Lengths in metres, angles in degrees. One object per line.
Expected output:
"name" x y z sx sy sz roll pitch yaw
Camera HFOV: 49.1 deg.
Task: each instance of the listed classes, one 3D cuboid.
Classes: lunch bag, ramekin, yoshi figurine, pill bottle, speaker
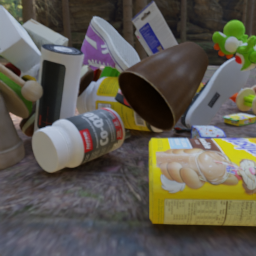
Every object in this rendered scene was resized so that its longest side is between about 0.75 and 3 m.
"lunch bag" 2.091 0.233 7.369 0.704 0.513 0.828 -1 8 -5
"ramekin" -2.927 -1.745 8.959 0.718 1.368 1.368 27 20 7
"yoshi figurine" 2.512 -1.791 5.937 1.391 0.782 0.779 31 65 8
"pill bottle" -0.156 -0.809 9.010 2.886 1.623 1.623 7 17 24
"speaker" -1.740 -0.733 6.885 0.979 2.411 0.979 12 24 -5
"pill bottle" -1.026 0.236 6.060 1.037 1.037 1.821 13 23 39

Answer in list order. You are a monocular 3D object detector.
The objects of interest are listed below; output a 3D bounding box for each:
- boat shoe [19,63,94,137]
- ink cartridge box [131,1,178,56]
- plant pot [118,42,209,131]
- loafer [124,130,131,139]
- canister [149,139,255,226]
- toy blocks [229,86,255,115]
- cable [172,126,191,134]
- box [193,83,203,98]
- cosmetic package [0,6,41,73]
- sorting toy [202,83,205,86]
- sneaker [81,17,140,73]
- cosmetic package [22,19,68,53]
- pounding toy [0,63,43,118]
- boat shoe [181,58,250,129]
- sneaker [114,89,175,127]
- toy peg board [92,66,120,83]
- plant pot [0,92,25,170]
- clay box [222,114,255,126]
"boat shoe" -2.245 -0.956 8.272 1.034 1.032 2.796 35 63 10
"ink cartridge box" 0.793 -2.485 7.791 0.844 1.782 0.331 -44 33 -8
"plant pot" 0.940 -1.105 6.258 1.734 1.621 1.621 -44 34 -18
"loafer" -0.516 0.053 8.093 1.303 0.454 0.490 9 18 30
"canister" 1.564 0.776 4.414 2.466 1.067 1.831 0 15 4
"toy blocks" 5.313 -1.283 11.951 2.241 0.977 2.689 -4 16 -16
"cable" 1.660 0.032 8.194 0.812 0.395 0.204 -7 48 23
"box" 2.053 -1.417 9.530 0.594 0.647 1.848 3 -25 44
"cosmetic package" -2.780 -2.105 6.783 0.672 1.090 1.094 -36 -15 2
"sorting toy" 4.574 -2.074 15.325 1.957 0.685 1.969 -9 18 -31
"sneaker" -0.713 -2.303 9.597 1.068 1.679 2.946 7 40 -42
"cosmetic package" -2.280 -2.382 7.689 1.189 0.626 0.423 31 54 2
"pounding toy" -2.723 -1.144 6.772 2.025 1.563 0.940 -21 30 57
"boat shoe" 2.656 -1.093 8.788 2.820 0.968 0.798 -49 17 -6
"sneaker" 0.602 -0.791 7.482 1.828 0.980 0.610 29 0 18
"toy peg board" -1.583 -2.578 13.537 2.635 1.294 2.646 25 7 14
"plant pot" -3.365 -0.023 6.297 1.825 1.583 1.825 -1 15 0
"clay box" 3.819 -0.280 9.666 1.075 0.256 0.618 -9 18 -30
